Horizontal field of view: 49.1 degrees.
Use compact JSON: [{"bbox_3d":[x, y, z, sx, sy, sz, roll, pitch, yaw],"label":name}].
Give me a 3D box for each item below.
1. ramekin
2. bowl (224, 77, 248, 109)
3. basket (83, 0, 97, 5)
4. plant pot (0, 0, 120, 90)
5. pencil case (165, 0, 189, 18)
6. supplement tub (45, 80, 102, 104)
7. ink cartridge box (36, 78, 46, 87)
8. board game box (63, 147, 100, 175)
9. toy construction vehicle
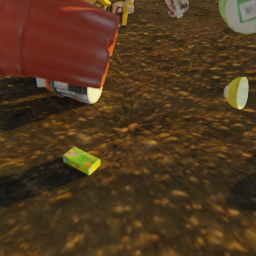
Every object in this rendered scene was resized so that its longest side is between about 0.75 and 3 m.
[{"bbox_3d":[2.875,-2.917,6.592,1.381,1.381,0.675,7,39,10],"label":"ramekin"},{"bbox_3d":[2.560,-0.850,6.737,0.405,0.752,0.752,12,36,38],"label":"bowl"},{"bbox_3d":[-2.153,-4.342,9.529,1.774,1.207,1.600,-29,87,-47],"label":"basket"},{"bbox_3d":[-1.390,-1.872,5.967,2.140,2.201,2.201,15,36,-5],"label":"plant pot"},{"bbox_3d":[0.959,-3.148,6.272,0.507,1.303,0.583,-10,50,25],"label":"pencil case"},{"bbox_3d":[-1.930,-1.556,9.880,1.808,1.108,1.108,15,39,20],"label":"supplement tub"},{"bbox_3d":[-2.986,-2.417,11.400,1.169,0.677,2.012,-3,36,-4],"label":"ink cartridge box"},{"bbox_3d":[-1.224,0.852,7.343,0.891,0.212,0.453,22,41,27],"label":"board game box"},{"bbox_3d":[-0.415,-3.793,8.311,0.634,1.799,1.567,-16,48,-26],"label":"toy construction vehicle"}]
